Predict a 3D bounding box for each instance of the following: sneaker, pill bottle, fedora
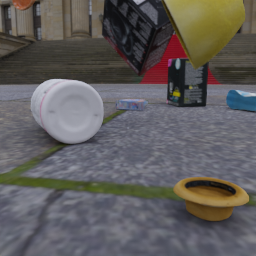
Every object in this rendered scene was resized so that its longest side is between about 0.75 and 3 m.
[{"bbox_3d":[5.566,-1.220,13.060,0.952,0.902,2.358,2,16,-25],"label":"sneaker"},{"bbox_3d":[-1.803,-0.561,7.647,1.505,1.505,2.655,-5,12,-25],"label":"pill bottle"},{"bbox_3d":[0.967,0.862,3.337,0.855,0.349,0.855,2,11,0],"label":"fedora"}]

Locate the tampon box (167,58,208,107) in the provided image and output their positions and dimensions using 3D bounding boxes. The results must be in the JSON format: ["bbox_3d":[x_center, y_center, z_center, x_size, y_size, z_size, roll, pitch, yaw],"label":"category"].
[{"bbox_3d":[3.085,-2.431,14.842,1.537,2.434,1.824,-2,11,-11],"label":"tampon box"}]

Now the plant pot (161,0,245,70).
[{"bbox_3d":[1.449,-2.108,5.279,1.172,1.651,1.651,-26,5,14],"label":"plant pot"}]

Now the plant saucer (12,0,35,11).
[{"bbox_3d":[-3.223,-4.245,8.777,1.113,1.113,0.180,7,3,32],"label":"plant saucer"}]

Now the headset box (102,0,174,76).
[{"bbox_3d":[0.265,-3.312,9.263,1.149,2.214,2.975,-37,-10,-17],"label":"headset box"}]

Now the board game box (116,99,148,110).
[{"bbox_3d":[0.340,-1.117,13.403,1.349,0.416,1.350,8,13,32],"label":"board game box"}]
